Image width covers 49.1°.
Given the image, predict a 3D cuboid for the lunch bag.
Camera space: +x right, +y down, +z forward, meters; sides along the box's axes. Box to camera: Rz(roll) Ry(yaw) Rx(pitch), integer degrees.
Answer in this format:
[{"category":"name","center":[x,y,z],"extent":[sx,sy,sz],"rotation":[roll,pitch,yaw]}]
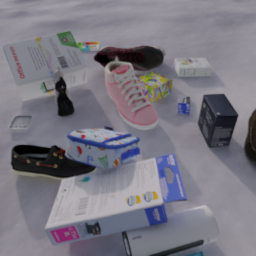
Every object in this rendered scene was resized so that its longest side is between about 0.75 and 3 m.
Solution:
[{"category":"lunch bag","center":[-0.581,0.489,7.612],"extent":[1.643,0.775,2.050],"rotation":[10,10,22]}]

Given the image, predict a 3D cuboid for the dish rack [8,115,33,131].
[{"category":"dish rack","center":[-3.622,-0.147,9.504],"extent":[0.681,0.173,0.794],"rotation":[0,38,1]}]

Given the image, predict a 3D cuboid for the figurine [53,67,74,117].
[{"category":"figurine","center":[-2.385,-1.357,10.065],"extent":[0.610,1.382,1.416],"rotation":[-11,39,-13]}]

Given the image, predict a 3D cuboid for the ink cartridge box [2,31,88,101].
[{"category":"ink cartridge box","center":[-3.227,-2.485,11.056],"extent":[2.731,1.147,1.978],"rotation":[-20,69,-20]}]

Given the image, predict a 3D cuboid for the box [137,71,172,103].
[{"category":"box","center":[1.000,-1.644,11.029],"extent":[1.015,0.643,1.054],"rotation":[-30,48,-32]}]

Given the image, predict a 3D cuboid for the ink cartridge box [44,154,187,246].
[{"category":"ink cartridge box","center":[-0.219,1.516,6.225],"extent":[2.909,0.610,1.736],"rotation":[-16,24,7]}]

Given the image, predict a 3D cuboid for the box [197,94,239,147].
[{"category":"box","center":[2.759,-0.241,8.766],"extent":[0.720,1.227,1.206],"rotation":[-3,39,-4]}]

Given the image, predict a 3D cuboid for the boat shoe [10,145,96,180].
[{"category":"boat shoe","center":[-2.030,0.896,7.666],"extent":[2.329,0.730,0.852],"rotation":[4,25,-2]}]

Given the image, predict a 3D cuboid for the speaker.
[{"category":"speaker","center":[0.892,2.246,5.944],"extent":[1.942,0.788,0.788],"rotation":[-10,39,-14]}]

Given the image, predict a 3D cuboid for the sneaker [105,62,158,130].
[{"category":"sneaker","center":[0.004,-1.232,9.616],"extent":[1.065,1.479,2.829],"rotation":[-26,54,-17]}]

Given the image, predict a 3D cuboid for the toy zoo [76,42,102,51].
[{"category":"toy zoo","center":[-2.075,-4.330,14.872],"extent":[1.403,0.144,0.920],"rotation":[-3,38,-4]}]

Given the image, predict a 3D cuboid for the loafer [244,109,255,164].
[{"category":"loafer","center":[4.134,0.093,8.534],"extent":[1.000,0.978,2.741],"rotation":[9,39,11]}]

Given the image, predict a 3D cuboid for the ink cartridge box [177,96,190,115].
[{"category":"ink cartridge box","center":[2.060,-0.855,10.378],"extent":[0.441,0.207,0.938],"rotation":[5,38,8]}]

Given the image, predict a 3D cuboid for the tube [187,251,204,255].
[{"category":"tube","center":[0.512,2.940,5.328],"extent":[2.344,0.591,0.908],"rotation":[-2,43,-13]}]

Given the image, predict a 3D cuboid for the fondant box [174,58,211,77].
[{"category":"fondant box","center":[2.885,-2.744,12.625],"extent":[1.435,0.418,1.035],"rotation":[-1,38,-3]}]

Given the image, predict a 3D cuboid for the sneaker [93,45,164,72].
[{"category":"sneaker","center":[-0.066,-2.834,11.805],"extent":[2.969,1.123,1.715],"rotation":[4,22,14]}]

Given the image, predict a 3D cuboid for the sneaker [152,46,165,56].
[{"category":"sneaker","center":[0.853,-3.400,13.337],"extent":[1.830,0.712,0.752],"rotation":[-2,41,12]}]
